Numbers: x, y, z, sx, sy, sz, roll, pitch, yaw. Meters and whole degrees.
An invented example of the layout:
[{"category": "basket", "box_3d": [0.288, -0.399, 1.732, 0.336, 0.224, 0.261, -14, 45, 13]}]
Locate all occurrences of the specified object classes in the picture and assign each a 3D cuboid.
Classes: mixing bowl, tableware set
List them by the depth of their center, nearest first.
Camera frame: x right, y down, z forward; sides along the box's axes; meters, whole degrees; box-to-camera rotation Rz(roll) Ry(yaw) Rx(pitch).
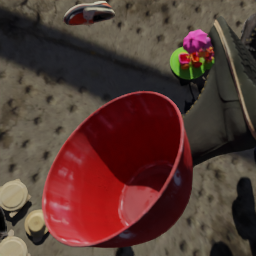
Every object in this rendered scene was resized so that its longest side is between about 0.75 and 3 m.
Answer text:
[{"category": "mixing bowl", "box_3d": [0.053, 0.905, 4.971, 2.825, 1.530, 2.825, -27, 38, 24]}, {"category": "tableware set", "box_3d": [-3.066, 2.545, 7.438, 2.077, 0.241, 1.735, 43, 77, 12]}]

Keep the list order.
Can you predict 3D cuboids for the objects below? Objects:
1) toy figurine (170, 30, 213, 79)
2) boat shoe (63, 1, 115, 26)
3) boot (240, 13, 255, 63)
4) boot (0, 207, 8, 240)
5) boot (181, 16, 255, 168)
[{"category": "toy figurine", "box_3d": [2.097, -2.268, 8.231, 1.525, 1.404, 1.145, -7, 74, -2]}, {"category": "boat shoe", "box_3d": [-0.761, -2.232, 5.579, 1.078, 0.384, 0.337, -29, 76, -30]}, {"category": "boot", "box_3d": [2.878, -2.167, 5.989, 0.545, 1.370, 1.574, 9, 76, -1]}, {"category": "boot", "box_3d": [-2.771, 1.691, 5.074, 1.293, 0.514, 1.485, -50, 64, 13]}, {"category": "boot", "box_3d": [1.550, -0.703, 5.561, 1.075, 1.919, 2.775, 25, 48, -37]}]
